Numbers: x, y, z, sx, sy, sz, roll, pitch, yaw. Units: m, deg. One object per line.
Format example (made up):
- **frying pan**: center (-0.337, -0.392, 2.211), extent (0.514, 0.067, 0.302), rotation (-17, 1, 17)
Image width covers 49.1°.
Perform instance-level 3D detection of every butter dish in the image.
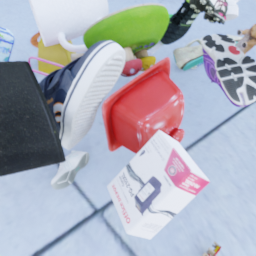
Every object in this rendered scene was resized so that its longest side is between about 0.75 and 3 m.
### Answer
- **butter dish**: center (0.568, -0.148, 5.922), extent (1.907, 1.902, 1.410), rotation (-38, 61, -22)

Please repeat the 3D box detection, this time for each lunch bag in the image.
- **lunch bag**: center (-2.987, -1.827, 5.918), extent (1.019, 0.819, 0.420), rotation (14, 28, -38)

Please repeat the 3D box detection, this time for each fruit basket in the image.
- **fruit basket**: center (0.617, -2.976, 9.020), extent (1.742, 0.882, 1.881), rotation (27, 66, 32)

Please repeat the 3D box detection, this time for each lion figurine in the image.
- **lion figurine**: center (3.069, -2.136, 7.408), extent (1.127, 1.840, 0.667), rotation (-19, 81, -30)

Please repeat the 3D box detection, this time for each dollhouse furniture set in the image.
- **dollhouse furniture set**: center (1.603, 2.827, 5.687), extent (0.913, 0.491, 0.371), rotation (-29, 51, -34)

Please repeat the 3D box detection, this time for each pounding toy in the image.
- **pounding toy**: center (-0.036, -1.812, 6.945), extent (2.109, 2.733, 1.268), rotation (-18, 91, -27)

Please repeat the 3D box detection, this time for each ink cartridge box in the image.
- **ink cartridge box**: center (0.416, 0.917, 4.499), extent (1.395, 0.588, 1.009), rotation (-48, 41, 14)

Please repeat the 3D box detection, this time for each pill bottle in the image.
- **pill bottle**: center (2.963, -4.708, 8.903), extent (1.296, 2.383, 1.296), rotation (-3, 6, 0)

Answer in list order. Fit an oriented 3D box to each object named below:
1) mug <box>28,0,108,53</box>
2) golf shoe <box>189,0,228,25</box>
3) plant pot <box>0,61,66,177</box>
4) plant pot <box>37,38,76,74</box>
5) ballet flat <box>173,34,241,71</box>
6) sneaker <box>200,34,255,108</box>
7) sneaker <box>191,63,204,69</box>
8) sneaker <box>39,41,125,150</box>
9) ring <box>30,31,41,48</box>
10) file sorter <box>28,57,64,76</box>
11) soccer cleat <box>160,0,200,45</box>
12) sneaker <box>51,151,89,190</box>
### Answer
- **mug**: center (-1.732, -3.525, 8.830), extent (2.244, 1.889, 2.559), rotation (-20, 75, -12)
- **golf shoe**: center (2.116, -3.290, 7.233), extent (0.667, 0.761, 1.727), rotation (24, 13, 32)
- **plant pot**: center (-2.135, -0.174, 4.266), extent (1.736, 1.544, 1.740), rotation (-11, 11, -31)
- **plant pot**: center (-2.841, -3.017, 11.012), extent (1.381, 1.218, 1.381), rotation (0, 45, -1)
- **ballet flat**: center (2.602, -2.599, 8.956), extent (2.575, 0.869, 0.803), rotation (-21, 75, -17)
- **sneaker**: center (2.367, -1.286, 6.592), extent (0.954, 0.987, 2.366), rotation (-8, 47, 1)
- **sneaker**: center (2.767, -2.619, 11.178), extent (1.432, 0.542, 0.552), rotation (-14, 58, -6)
- **sneaker**: center (-1.091, -0.658, 5.196), extent (1.183, 2.978, 1.168), rotation (44, 52, 5)
- **ring**: center (-3.574, -4.157, 12.898), extent (1.857, 0.178, 1.857), rotation (0, 44, 0)
- **file sorter**: center (-3.054, -0.822, 8.555), extent (1.741, 1.571, 2.505), rotation (19, 48, 17)
- **soccer cleat**: center (1.682, -3.321, 7.917), extent (2.217, 0.899, 0.748), rotation (-44, 69, 10)
- **sneaker**: center (-1.616, 1.103, 7.463), extent (0.549, 0.482, 1.370), rotation (14, 40, 26)
